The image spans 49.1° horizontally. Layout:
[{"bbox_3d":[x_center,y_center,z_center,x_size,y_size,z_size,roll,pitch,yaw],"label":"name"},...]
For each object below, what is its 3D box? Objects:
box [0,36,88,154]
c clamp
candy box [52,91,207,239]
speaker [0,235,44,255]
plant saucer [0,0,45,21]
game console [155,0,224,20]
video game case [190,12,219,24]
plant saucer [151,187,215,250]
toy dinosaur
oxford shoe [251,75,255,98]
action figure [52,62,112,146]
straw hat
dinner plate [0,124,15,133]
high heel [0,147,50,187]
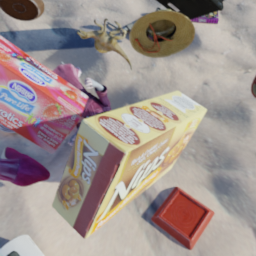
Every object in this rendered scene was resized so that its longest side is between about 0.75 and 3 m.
[{"bbox_3d":[-2.216,-0.729,5.970,2.456,1.172,1.224,35,22,-16],"label":"box"},{"bbox_3d":[0.916,-4.605,12.308,2.851,0.386,2.436,-30,59,-20],"label":"c clamp"},{"bbox_3d":[0.181,0.387,4.544,0.750,1.566,2.713,37,31,22],"label":"candy box"},{"bbox_3d":[-1.819,3.458,5.899,2.385,0.969,0.969,38,62,24],"label":"speaker"},{"bbox_3d":[-3.062,-3.459,7.929,1.339,1.339,0.231,0,71,0],"label":"plant saucer"},{"bbox_3d":[2.218,-4.903,9.115,2.317,2.634,1.533,-3,84,40],"label":"game console"},{"bbox_3d":[3.423,-5.290,12.905,1.411,0.253,1.279,7,53,5],"label":"video game case"},{"bbox_3d":[1.439,2.256,7.258,1.239,0.227,1.237,33,59,23],"label":"plant saucer"},{"bbox_3d":[-0.314,-1.606,5.147,1.223,0.618,0.356,26,29,-23],"label":"toy dinosaur"},{"bbox_3d":[3.652,-1.680,6.857,0.728,2.058,0.760,33,20,19],"label":"oxford shoe"},{"bbox_3d":[-1.450,-0.675,9.011,2.928,2.180,1.961,35,99,6],"label":"action figure"},{"bbox_3d":[0.973,-3.036,8.360,2.000,2.000,0.847,3,65,2],"label":"straw hat"},{"bbox_3d":[-3.621,-0.502,9.339,1.740,0.211,1.740,0,52,0],"label":"dinner plate"},{"bbox_3d":[-1.942,0.730,5.223,0.916,1.910,0.643,15,78,-16],"label":"high heel"}]
